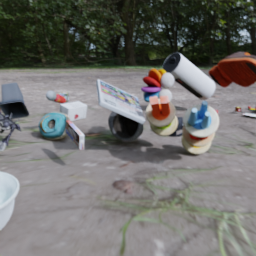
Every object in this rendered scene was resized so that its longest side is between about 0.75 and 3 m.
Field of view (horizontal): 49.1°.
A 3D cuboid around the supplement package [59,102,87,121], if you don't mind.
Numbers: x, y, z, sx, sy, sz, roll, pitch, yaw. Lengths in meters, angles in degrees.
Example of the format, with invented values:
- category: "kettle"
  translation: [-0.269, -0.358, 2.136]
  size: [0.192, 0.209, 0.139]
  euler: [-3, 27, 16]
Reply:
- category: "supplement package"
  translation: [-2.244, -0.672, 11.429]
  size: [0.575, 0.582, 0.960]
  euler: [27, 28, 33]

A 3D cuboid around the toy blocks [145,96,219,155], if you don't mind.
- category: "toy blocks"
  translation: [1.240, -0.261, 6.813]
  size: [1.862, 0.811, 2.234]
  euler: [29, -12, 18]

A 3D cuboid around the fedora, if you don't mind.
- category: "fedora"
  translation: [0.023, -0.100, 8.503]
  size: [1.217, 1.076, 0.549]
  euler: [41, 11, 31]

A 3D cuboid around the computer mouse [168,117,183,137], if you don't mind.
- category: "computer mouse"
  translation: [1.821, -0.091, 9.907]
  size: [1.702, 0.392, 1.195]
  euler: [-11, 19, -34]

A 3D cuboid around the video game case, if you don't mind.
- category: "video game case"
  translation: [-0.215, -0.682, 7.201]
  size: [1.276, 0.147, 1.163]
  euler: [22, 30, -24]

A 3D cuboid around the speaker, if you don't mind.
- category: "speaker"
  translation: [2.652, -2.189, 12.092]
  size: [2.514, 1.021, 1.021]
  euler: [28, -2, -35]

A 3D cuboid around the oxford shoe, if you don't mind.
- category: "oxford shoe"
  translation: [2.263, -1.299, 5.702]
  size: [0.720, 0.707, 1.986]
  euler: [-45, 8, 3]

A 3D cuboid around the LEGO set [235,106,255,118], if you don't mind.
- category: "LEGO set"
  translation: [5.871, -0.743, 12.004]
  size: [1.711, 0.562, 2.290]
  euler: [-9, 18, -40]

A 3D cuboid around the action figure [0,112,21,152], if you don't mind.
- category: "action figure"
  translation: [-3.054, 0.060, 6.344]
  size: [0.854, 0.733, 1.437]
  euler: [40, 16, -1]

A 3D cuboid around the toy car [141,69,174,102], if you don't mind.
- category: "toy car"
  translation: [0.735, -1.155, 7.985]
  size: [0.800, 1.067, 0.934]
  euler: [-1, 13, -41]

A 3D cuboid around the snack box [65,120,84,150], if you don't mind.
- category: "snack box"
  translation: [-1.297, 0.156, 6.760]
  size: [0.125, 0.370, 1.030]
  euler: [-8, 25, -28]

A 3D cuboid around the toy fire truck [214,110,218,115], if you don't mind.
- category: "toy fire truck"
  translation: [3.548, -0.748, 12.481]
  size: [1.019, 0.248, 0.719]
  euler: [10, 19, 32]

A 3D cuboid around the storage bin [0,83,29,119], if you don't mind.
- category: "storage bin"
  translation: [-3.090, -0.722, 7.457]
  size: [0.699, 0.645, 0.961]
  euler: [-11, -21, -11]

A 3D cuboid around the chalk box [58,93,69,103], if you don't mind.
- category: "chalk box"
  translation: [-3.507, -1.615, 15.088]
  size: [0.491, 0.495, 0.792]
  euler: [0, 15, -2]

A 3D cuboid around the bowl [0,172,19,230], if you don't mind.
- category: "bowl"
  translation: [-2.498, 1.332, 4.169]
  size: [1.738, 0.781, 1.738]
  euler: [-1, 16, 0]

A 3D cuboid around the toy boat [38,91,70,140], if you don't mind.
- category: "toy boat"
  translation: [-2.400, -0.386, 8.924]
  size: [1.280, 1.523, 0.708]
  euler: [-4, -15, 33]
